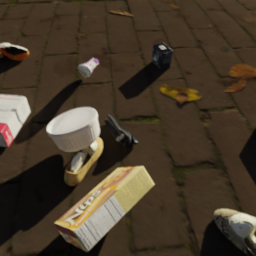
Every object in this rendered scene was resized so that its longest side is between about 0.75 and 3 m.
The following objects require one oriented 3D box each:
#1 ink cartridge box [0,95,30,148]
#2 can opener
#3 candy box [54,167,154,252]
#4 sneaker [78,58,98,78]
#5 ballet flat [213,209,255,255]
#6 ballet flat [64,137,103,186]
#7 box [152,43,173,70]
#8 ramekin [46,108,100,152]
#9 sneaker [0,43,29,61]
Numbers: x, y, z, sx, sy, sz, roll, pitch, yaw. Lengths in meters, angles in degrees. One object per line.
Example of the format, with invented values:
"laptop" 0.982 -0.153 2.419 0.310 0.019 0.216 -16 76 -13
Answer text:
"ink cartridge box" -4.361 -0.284 9.547 1.317 0.756 1.813 5 44 9
"can opener" -0.360 0.122 9.461 0.505 0.626 1.594 -52 53 6
"candy box" -0.580 1.896 6.987 2.309 1.333 0.638 -39 101 -31
"sneaker" -1.548 -2.505 11.230 0.885 0.563 1.553 -45 17 -5
"ballet flat" 3.067 2.685 6.474 0.853 0.947 2.516 -24 49 -21
"ballet flat" -1.302 0.846 8.537 0.693 0.636 2.018 13 46 12
"box" 1.491 -3.177 12.416 0.530 0.840 0.854 -19 48 -18
"ramekin" -1.616 0.071 8.582 1.618 0.753 1.618 -13 29 8
"sneaker" -5.503 -3.661 13.039 1.889 0.715 0.869 5 41 4
